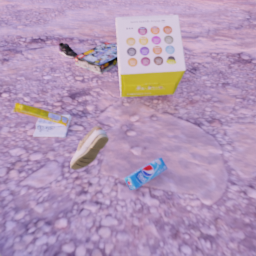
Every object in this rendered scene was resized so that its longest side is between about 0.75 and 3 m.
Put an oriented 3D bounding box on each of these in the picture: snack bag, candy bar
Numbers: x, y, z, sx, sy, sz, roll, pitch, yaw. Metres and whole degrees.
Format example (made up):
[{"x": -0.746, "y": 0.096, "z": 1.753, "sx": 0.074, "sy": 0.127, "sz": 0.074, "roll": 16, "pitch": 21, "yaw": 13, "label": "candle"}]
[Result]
[{"x": -3.150, "y": -0.093, "z": 11.590, "sx": 1.376, "sy": 0.156, "sz": 1.459, "roll": 1, "pitch": 38, "yaw": 0, "label": "snack bag"}, {"x": -3.437, "y": -0.520, "z": 11.198, "sx": 2.194, "sy": 0.243, "sz": 0.547, "roll": 17, "pitch": 41, "yaw": -18, "label": "candy bar"}]

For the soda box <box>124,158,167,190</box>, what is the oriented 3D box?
[{"x": 0.589, "y": 1.493, "z": 9.151, "sx": 1.399, "sy": 0.474, "sz": 0.449, "roll": -27, "pitch": 87, "yaw": -31, "label": "soda box"}]

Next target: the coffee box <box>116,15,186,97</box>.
[{"x": 0.857, "y": -3.019, "z": 12.363, "sx": 2.630, "sy": 2.634, "sz": 2.605, "roll": -4, "pitch": 76, "yaw": -2, "label": "coffee box"}]

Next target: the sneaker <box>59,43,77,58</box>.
[{"x": -3.748, "y": -4.783, "z": 17.161, "sx": 1.565, "sy": 0.685, "sz": 0.593, "roll": 27, "pitch": 45, "yaw": 30, "label": "sneaker"}]

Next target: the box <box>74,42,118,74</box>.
[{"x": -1.449, "y": -4.175, "z": 16.477, "sx": 1.952, "sy": 0.569, "sz": 2.851, "roll": 24, "pitch": 44, "yaw": 27, "label": "box"}]

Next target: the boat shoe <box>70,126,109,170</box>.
[{"x": -1.303, "y": 0.671, "z": 9.082, "sx": 0.645, "sy": 1.726, "sz": 0.590, "roll": 23, "pitch": 29, "yaw": -47, "label": "boat shoe"}]
